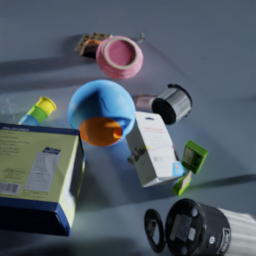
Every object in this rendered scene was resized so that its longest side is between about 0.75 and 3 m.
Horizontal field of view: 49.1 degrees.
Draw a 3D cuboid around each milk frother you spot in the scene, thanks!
[{"bbox_3d":[2.003,3.063,8.140,2.397,2.300,2.549,21,10,-27],"label":"milk frother"}]

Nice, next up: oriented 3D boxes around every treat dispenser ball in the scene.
[{"bbox_3d":[-0.997,-0.533,10.611,2.502,2.502,2.502,0,50,0],"label":"treat dispenser ball"}]

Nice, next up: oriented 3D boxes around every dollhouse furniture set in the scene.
[{"bbox_3d":[1.312,1.010,10.085,2.418,1.213,1.584,34,57,25],"label":"dollhouse furniture set"}]

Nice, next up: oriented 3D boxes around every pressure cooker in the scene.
[{"bbox_3d":[1.918,-0.990,11.706,1.545,1.359,1.380,-38,63,-24],"label":"pressure cooker"}]

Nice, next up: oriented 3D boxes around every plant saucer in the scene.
[{"bbox_3d":[-0.393,-3.547,13.769,2.309,0.585,2.309,3,74,-10],"label":"plant saucer"}]

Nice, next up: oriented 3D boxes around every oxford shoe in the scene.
[{"bbox_3d":[-1.045,-3.739,14.379,2.742,0.978,1.000,11,57,16],"label":"oxford shoe"}]

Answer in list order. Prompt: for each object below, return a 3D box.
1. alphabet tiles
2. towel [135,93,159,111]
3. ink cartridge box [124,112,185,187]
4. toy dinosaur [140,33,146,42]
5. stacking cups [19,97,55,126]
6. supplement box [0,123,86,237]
[{"bbox_3d":[-1.784,-4.622,15.638,1.953,0.074,2.347,11,51,9],"label":"alphabet tiles"},{"bbox_3d":[0.925,-1.173,12.642,1.027,0.165,0.981,8,50,8],"label":"towel"},{"bbox_3d":[0.807,0.702,9.545,1.382,0.814,2.401,5,55,-40],"label":"ink cartridge box"},{"bbox_3d":[0.816,-5.101,15.971,0.375,0.202,0.852,0,48,19],"label":"toy dinosaur"},{"bbox_3d":[-4.022,-0.079,11.391,0.811,0.811,2.679,20,56,16],"label":"stacking cups"},{"bbox_3d":[-3.119,1.621,9.070,2.906,1.951,2.903,5,50,4],"label":"supplement box"}]
